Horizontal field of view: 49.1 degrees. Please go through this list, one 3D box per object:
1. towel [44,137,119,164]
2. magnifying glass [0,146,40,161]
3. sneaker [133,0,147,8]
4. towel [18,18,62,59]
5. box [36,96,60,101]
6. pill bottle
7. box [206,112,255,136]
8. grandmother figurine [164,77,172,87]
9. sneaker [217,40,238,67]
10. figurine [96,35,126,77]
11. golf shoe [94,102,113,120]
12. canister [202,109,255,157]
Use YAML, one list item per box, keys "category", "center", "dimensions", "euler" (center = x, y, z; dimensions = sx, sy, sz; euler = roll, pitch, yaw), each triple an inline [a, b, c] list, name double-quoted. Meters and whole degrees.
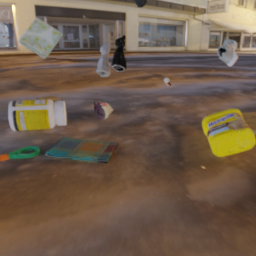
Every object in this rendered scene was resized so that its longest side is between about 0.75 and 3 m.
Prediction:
- category: "towel"
  center: [-1.313, 0.618, 8.185]
  dimensions: [1.853, 0.201, 1.359]
  euler: [4, 20, 10]
- category: "magnifying glass"
  center: [-3.208, 0.761, 7.849]
  dimensions: [1.441, 0.161, 0.574]
  euler: [-13, 24, -32]
- category: "sneaker"
  center: [0.322, -5.015, 10.988]
  dimensions: [0.449, 0.629, 1.269]
  euler: [-29, 26, -12]
- category: "towel"
  center: [-3.190, -3.285, 10.246]
  dimensions: [1.106, 1.292, 0.311]
  euler: [32, -24, -14]
- category: "box"
  center: [-4.094, -1.478, 14.346]
  dimensions: [0.772, 0.100, 0.944]
  euler: [16, 24, 37]
- category: "pill bottle"
  center: [-3.182, -0.470, 9.983]
  dimensions: [1.857, 1.061, 1.061]
  euler: [-3, 20, -10]
- category: "box"
  center: [4.489, -0.187, 10.392]
  dimensions: [2.529, 0.269, 2.067]
  euler: [-4, 20, -10]
- category: "grandmother figurine"
  center: [1.527, -1.772, 10.849]
  dimensions: [0.474, 0.237, 0.781]
  euler: [42, 11, 14]
- category: "sneaker"
  center: [3.518, -2.836, 10.070]
  dimensions: [0.659, 0.543, 1.434]
  euler: [24, 44, -13]
- category: "figurine"
  center: [-0.761, -3.311, 12.893]
  dimensions: [1.660, 1.620, 0.715]
  euler: [-9, -20, 41]
- category: "golf shoe"
  center: [-0.971, -0.777, 11.584]
  dimensions: [0.749, 0.590, 1.626]
  euler: [-5, 20, -13]
- category: "canister"
  center: [2.979, 0.119, 8.448]
  dimensions: [1.276, 0.744, 1.718]
  euler: [-18, 18, 14]
